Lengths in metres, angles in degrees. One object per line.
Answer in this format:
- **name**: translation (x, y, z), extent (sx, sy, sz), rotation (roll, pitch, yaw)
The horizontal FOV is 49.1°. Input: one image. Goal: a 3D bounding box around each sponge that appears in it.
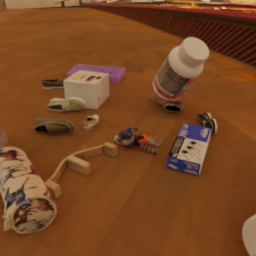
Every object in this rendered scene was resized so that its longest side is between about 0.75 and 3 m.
- **sponge**: translation (-1.801, -3.124, 16.126), extent (2.985, 0.445, 1.665), rotation (6, 32, 9)

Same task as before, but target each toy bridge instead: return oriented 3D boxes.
- **toy bridge**: translation (-1.575, 1.176, 8.779), extent (0.939, 0.380, 2.794), rotation (19, 35, 34)

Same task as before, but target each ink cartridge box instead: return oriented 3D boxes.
- **ink cartridge box**: translation (2.109, 0.657, 9.544), extent (1.075, 0.506, 2.287), rotation (13, 32, 19)

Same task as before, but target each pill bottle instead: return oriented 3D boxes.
- **pill bottle**: translation (2.131, -2.365, 11.452), extent (1.473, 2.660, 1.473), rotation (8, 62, -15)
- **pill bottle**: translation (3.931, 2.064, 6.089), extent (2.700, 1.537, 1.537), rotation (-15, 33, -25)

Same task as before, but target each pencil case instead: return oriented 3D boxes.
- **pencil case**: translation (-2.944, 1.536, 7.459), extent (1.213, 1.055, 2.712), rotation (4, 22, -39)

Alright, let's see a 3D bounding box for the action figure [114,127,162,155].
- **action figure**: translation (0.219, 0.445, 9.622), extent (1.597, 0.863, 1.651), rotation (5, 6, 19)

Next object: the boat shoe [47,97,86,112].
- **boat shoe**: translation (-2.715, -0.952, 12.337), extent (1.801, 0.648, 0.558), rotation (0, 41, 20)

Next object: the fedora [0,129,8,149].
- **fedora**: translation (-4.831, 0.811, 8.723), extent (2.322, 1.049, 2.054), rotation (-3, 29, 5)

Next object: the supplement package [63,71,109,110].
- **supplement package**: translation (-1.902, -1.813, 13.076), extent (1.583, 1.218, 1.656), rotation (8, 30, 14)

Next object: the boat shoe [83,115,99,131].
- **boat shoe**: translation (-1.477, -0.293, 11.265), extent (0.423, 0.387, 1.132), rotation (-1, 28, 15)

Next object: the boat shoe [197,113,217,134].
- **boat shoe**: translation (3.086, -0.173, 10.980), extent (0.459, 0.575, 1.522), rotation (1, 18, 0)

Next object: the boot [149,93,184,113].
- **boot**: translation (1.681, -1.110, 12.476), extent (1.613, 0.566, 1.179), rotation (8, 26, 5)

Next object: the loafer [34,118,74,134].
- **loafer**: translation (-2.850, 0.019, 10.677), extent (1.629, 0.613, 0.567), rotation (3, 42, 13)

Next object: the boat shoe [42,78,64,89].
- **boat shoe**: translation (-3.778, -2.382, 14.828), extent (1.500, 0.452, 0.535), rotation (-10, 32, -17)
